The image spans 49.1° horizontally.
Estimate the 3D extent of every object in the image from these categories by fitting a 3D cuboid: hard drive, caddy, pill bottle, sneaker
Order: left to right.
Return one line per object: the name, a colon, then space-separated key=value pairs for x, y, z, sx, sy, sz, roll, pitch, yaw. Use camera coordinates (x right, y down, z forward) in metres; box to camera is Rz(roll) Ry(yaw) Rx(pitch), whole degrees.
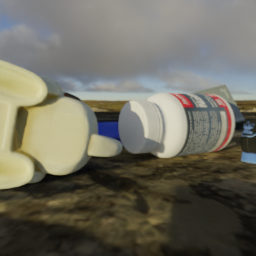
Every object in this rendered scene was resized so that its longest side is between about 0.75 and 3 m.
caddy: x=-0.595 y=0.290 z=8.809 sx=1.361 sy=0.714 sz=0.962 roll=-1 pitch=-18 yaw=-3
pill bottle: x=1.252 y=-0.079 z=7.308 sx=2.783 sy=1.664 sz=1.664 roll=-4 pitch=6 yaw=-33
hard drive: x=2.331 y=-0.473 z=9.463 sx=2.541 sy=0.418 sz=1.773 roll=-14 pitch=48 yaw=6
sneaker: x=3.932 y=0.234 z=6.966 sx=2.796 sy=1.089 sz=0.981 roll=-3 pitch=5 yaw=-29

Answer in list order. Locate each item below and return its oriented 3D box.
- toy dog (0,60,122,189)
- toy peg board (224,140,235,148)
toy dog: x=-1.630 y=-0.110 z=5.890 sx=2.868 sy=2.064 sz=2.958 roll=0 pitch=3 yaw=-8
toy peg board: x=2.946 y=0.346 z=9.329 sx=0.947 sy=0.465 sz=0.951 roll=5 pitch=7 yaw=42
